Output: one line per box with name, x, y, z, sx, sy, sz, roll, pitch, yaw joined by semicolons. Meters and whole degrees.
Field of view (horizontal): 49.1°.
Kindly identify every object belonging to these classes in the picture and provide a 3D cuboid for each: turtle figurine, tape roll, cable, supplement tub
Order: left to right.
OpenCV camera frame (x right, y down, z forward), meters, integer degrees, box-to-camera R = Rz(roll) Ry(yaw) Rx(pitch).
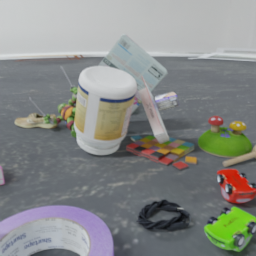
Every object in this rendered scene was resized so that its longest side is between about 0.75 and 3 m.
tape roll;-1.422;2.329;4.741;2.353;0.772;2.353;0;21;0
turtle figurine;-2.618;-0.782;11.442;1.816;2.524;2.447;-31;41;-27
supplement tub;-0.824;-0.549;9.353;1.843;2.553;1.843;9;34;-6
cable;0.753;1.968;6.405;1.212;0.308;0.989;-5;21;-13

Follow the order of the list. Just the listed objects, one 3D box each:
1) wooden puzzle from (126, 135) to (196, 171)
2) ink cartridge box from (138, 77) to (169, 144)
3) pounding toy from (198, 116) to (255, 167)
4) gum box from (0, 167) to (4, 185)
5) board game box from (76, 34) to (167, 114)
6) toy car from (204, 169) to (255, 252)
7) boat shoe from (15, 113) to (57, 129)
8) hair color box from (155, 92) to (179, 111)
wooden puzzle;1.171;0.708;9.975;2.976;0.209;1.765;16;26;38
ink cartridge box;0.779;-0.574;9.460;0.411;1.887;1.638;-23;-27;10
pounding toy;3.584;0.266;9.846;1.879;1.130;2.434;-5;20;-13
gum box;-4.377;1.385;7.636;1.621;0.536;0.920;-16;27;-37
board game box;-0.267;-1.750;10.932;2.187;2.965;0.953;38;19;-11
toy car;2.585;1.942;6.038;2.622;0.621;2.786;-16;25;-36
boat shoe;-4.062;-0.366;12.305;1.916;0.622;0.691;4;20;11
hair color box;1.241;-0.873;9.101;0.674;0.400;1.233;-14;11;7
